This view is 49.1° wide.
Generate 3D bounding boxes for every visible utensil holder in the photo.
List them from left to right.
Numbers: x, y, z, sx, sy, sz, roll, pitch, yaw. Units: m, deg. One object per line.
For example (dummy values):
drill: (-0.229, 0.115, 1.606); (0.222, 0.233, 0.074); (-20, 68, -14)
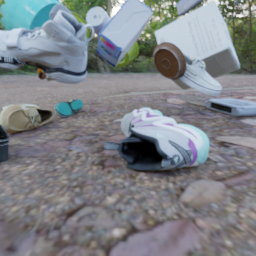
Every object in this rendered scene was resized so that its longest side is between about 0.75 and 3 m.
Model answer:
utensil holder: (-0.912, -3.424, 9.166); (0.712, 0.712, 0.838); (5, -8, 18)

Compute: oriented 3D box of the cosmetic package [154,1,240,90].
cosmetic package: (2.792, -3.132, 11.269); (2.516, 2.106, 2.093); (-21, -20, 27)

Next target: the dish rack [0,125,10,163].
dish rack: (-4.185, 0.520, 6.651); (2.452, 0.669, 1.880); (-8, 15, -30)

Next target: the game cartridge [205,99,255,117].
game cartridge: (5.053, -0.982, 13.107); (1.733, 0.541, 2.603); (0, 13, -17)

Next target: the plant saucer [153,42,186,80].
plant saucer: (0.959, -1.581, 6.790); (0.168, 0.978, 0.978); (-37, 33, -30)

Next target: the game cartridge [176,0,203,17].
game cartridge: (1.817, -3.689, 8.190); (0.867, 0.562, 0.166); (-28, -35, 36)

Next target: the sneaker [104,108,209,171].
sneaker: (0.200, 0.245, 6.719); (2.055, 1.142, 2.937); (-9, 16, -36)

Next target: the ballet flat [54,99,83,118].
ballet flat: (-2.722, -0.794, 12.248); (0.747, 0.747, 2.011); (6, 13, 22)

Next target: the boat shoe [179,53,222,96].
boat shoe: (1.617, -1.479, 7.029); (1.849, 0.607, 0.665); (34, 37, 4)

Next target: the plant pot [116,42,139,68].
plant pot: (-0.235, -3.040, 11.451); (1.236, 1.236, 1.191); (2, 32, 8)

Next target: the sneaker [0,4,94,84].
sneaker: (-2.053, -2.005, 6.157); (2.635, 1.514, 0.990); (15, 44, -14)

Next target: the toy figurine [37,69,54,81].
toy figurine: (-2.971, -2.309, 10.250); (0.794, 1.124, 1.142); (0, 26, -22)

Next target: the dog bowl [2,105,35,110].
dog bowl: (-4.392, -0.597, 11.414); (1.325, 0.522, 1.325); (0, 14, 0)

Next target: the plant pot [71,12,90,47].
plant pot: (-2.709, -3.473, 12.076); (2.269, 2.269, 2.185); (-3, 48, -12)

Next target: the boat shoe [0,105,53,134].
boat shoe: (-3.471, -0.384, 9.740); (0.831, 0.917, 2.574); (2, 13, 11)

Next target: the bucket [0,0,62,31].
bucket: (-2.740, -3.248, 8.455); (1.181, 1.815, 1.815); (37, 27, 17)

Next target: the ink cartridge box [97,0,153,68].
ink cartridge box: (-0.192, -2.670, 8.197); (0.796, 1.423, 2.086); (38, -7, -4)
